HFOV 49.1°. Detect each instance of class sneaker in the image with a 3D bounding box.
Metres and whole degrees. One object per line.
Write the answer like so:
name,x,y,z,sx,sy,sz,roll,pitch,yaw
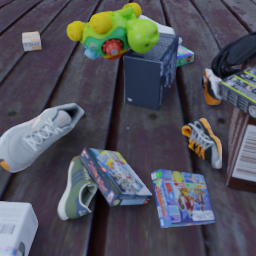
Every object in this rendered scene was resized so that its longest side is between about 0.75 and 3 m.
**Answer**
sneaker,3.150,-1.458,9.759,0.896,0.737,1.948,7,41,2
sneaker,-2.109,0.046,7.050,1.215,1.000,2.641,-24,19,35
sneaker,1.992,0.446,7.499,0.706,0.715,1.827,-11,33,-1
sneaker,-1.003,1.300,6.354,0.732,0.547,1.631,-11,42,20
sneaker,1.366,-4.388,13.161,1.470,1.152,2.958,-15,50,-27

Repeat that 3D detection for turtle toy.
turtle toy,-0.336,-2.800,8.372,2.756,1.393,2.009,3,30,41

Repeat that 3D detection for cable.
cable,3.429,-1.940,7.255,2.181,2.673,0.679,-11,75,-19

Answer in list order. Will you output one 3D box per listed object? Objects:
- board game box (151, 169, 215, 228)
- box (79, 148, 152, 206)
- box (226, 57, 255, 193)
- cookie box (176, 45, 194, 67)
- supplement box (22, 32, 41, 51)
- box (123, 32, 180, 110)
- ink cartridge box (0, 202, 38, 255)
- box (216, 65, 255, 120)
board game box,1.113,1.390,5.509,1.489,0.256,1.008,16,56,-42
box,-0.313,1.104,6.492,1.100,0.304,1.611,12,26,-42
box,3.816,-0.143,6.751,2.369,2.393,2.884,10,42,14
cookie box,2.056,-3.036,11.871,1.120,0.421,0.958,-23,46,-25
supplement box,-4.513,-4.073,13.120,0.753,0.439,1.194,-12,41,-13
box,0.836,-2.050,9.633,1.250,1.733,2.335,14,42,17
ink cartridge box,-2.627,2.323,5.040,1.395,0.809,1.890,3,41,4
box,2.597,-0.641,5.283,1.139,0.315,1.422,-26,43,-16
